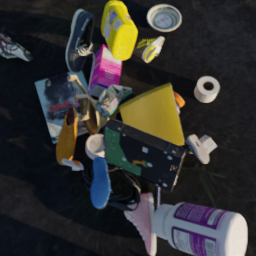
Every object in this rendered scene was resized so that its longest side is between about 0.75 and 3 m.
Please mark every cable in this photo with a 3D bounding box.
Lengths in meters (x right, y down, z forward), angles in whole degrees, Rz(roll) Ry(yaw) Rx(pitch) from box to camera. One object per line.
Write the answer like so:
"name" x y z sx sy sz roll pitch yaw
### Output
"cable" -0.507 1.780 9.406 2.147 0.545 1.752 24 42 -11

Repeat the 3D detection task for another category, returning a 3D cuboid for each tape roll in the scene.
"tape roll" 3.247 -1.583 11.630 0.906 0.622 0.906 0 67 0

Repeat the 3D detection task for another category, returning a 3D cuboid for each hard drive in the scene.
"hard drive" 0.408 0.866 8.841 2.565 1.792 0.485 21 47 16

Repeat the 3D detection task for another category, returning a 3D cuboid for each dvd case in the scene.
"dvd case" -2.470 -0.972 11.530 2.101 0.317 2.878 -19 70 -9

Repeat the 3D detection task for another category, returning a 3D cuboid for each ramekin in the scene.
"ramekin" -1.167 0.703 10.721 0.991 0.520 0.991 0 67 0

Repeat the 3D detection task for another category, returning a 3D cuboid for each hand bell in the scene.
"hand bell" -0.246 -0.760 10.958 2.892 1.506 1.506 -15 66 -29

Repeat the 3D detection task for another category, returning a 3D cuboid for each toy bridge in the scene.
"toy bridge" -1.635 -1.072 9.685 0.553 0.224 1.644 -10 81 -47

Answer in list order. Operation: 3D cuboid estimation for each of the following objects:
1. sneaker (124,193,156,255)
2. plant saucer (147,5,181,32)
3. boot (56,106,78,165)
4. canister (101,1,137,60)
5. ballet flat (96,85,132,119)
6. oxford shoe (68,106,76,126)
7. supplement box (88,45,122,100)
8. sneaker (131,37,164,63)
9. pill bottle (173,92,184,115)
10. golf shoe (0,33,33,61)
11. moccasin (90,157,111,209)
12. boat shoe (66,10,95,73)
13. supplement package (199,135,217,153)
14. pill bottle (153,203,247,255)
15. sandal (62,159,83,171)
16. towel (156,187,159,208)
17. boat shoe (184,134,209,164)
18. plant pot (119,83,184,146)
"sneaker" 0.400 3.259 9.531 1.059 0.762 2.026 -4 65 1
"plant saucer" 1.672 -5.081 13.227 1.608 0.404 1.608 0 67 1
"boot" -2.187 0.263 10.016 0.670 1.363 1.904 10 64 -10
"canister" -0.371 -3.597 10.365 0.838 1.439 1.937 0 45 -21
"ballet flat" -0.502 -1.119 9.854 0.779 0.779 2.166 25 36 10
"oxford shoe" -1.783 -0.363 9.152 0.265 0.281 0.751 -19 56 20
"supplement box" -0.929 -2.251 11.482 0.973 0.953 1.883 18 66 -26
"sneaker" 0.825 -3.429 11.624 0.933 0.821 2.206 26 33 9
"pill bottle" 1.233 -0.502 10.442 1.840 0.977 0.977 -44 73 -2
"golf shoe" -5.075 -3.357 12.429 1.988 0.767 0.876 34 89 17
"moccasin" -0.706 1.520 7.684 0.601 0.509 1.494 0 55 1
"boat shoe" -1.814 -3.317 11.150 0.781 2.526 0.946 30 28 23
"supplement package" 2.830 0.638 10.335 0.585 0.752 0.417 -39 94 6
"pill bottle" 1.996 2.973 8.190 2.489 1.397 1.397 0 60 43
"sandal" -1.847 1.224 9.140 0.237 0.828 0.317 -48 40 22
"towel" 1.048 2.393 9.886 0.104 0.633 0.874 0 68 8
"boat shoe" 1.963 0.659 8.112 0.352 0.437 0.943 -15 66 -24
"plant pot" 0.731 -0.308 10.069 1.835 2.080 2.080 -14 94 1
